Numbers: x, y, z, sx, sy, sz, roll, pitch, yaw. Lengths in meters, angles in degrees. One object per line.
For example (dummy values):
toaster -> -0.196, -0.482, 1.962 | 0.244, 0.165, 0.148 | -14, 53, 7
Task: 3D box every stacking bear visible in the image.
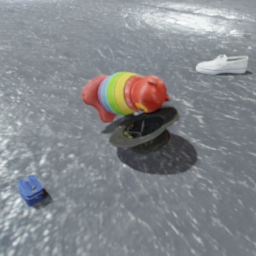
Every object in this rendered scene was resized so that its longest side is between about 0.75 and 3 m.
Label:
stacking bear -> 0.057, -1.120, 9.516 | 2.826, 1.716, 1.607 | 5, 55, 46

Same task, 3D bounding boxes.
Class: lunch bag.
lunch bag -> -2.688, 1.725, 7.773 | 0.550, 0.536, 0.810 | -28, 44, -32

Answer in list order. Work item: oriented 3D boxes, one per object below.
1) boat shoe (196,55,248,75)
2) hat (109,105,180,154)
boat shoe -> 4.822, -3.336, 14.398 | 2.598, 0.867, 0.956 | -3, 36, -4
hat -> 0.646, 0.260, 9.283 | 2.451, 0.989, 2.451 | -22, 22, 9
